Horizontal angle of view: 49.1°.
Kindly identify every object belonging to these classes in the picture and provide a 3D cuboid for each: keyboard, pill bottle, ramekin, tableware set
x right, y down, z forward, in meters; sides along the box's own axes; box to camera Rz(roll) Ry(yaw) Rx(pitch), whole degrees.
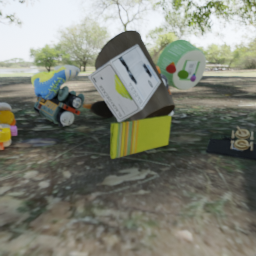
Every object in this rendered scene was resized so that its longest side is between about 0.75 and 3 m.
[{"bbox_3d":[3.137,0.642,7.990,1.678,0.332,0.873,8,39,27],"label":"keyboard"},{"bbox_3d":[1.196,-1.484,11.803,1.135,2.138,1.135,-16,29,9],"label":"pill bottle"},{"bbox_3d":[2.556,-2.877,13.146,2.262,2.262,1.105,-8,34,-30],"label":"ramekin"},{"bbox_3d":[3.265,0.295,8.010,0.592,0.179,0.896,3,37,23],"label":"tableware set"}]

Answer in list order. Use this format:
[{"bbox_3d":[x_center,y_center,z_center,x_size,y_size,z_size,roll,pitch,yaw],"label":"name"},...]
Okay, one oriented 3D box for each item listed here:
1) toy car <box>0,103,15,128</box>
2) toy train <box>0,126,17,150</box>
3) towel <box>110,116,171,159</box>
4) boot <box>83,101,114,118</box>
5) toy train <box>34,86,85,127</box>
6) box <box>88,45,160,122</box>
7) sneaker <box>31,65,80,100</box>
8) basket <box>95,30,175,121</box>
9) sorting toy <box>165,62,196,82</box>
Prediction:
[{"bbox_3d":[-4.774,-0.243,10.163,1.303,1.141,0.977,-3,-20,-10],"label":"toy car"},{"bbox_3d":[-4.365,0.391,8.019,1.945,0.720,2.589,0,11,7],"label":"toy train"},{"bbox_3d":[0.400,0.205,7.897,2.255,0.971,0.204,-9,22,-42],"label":"towel"},{"bbox_3d":[-1.461,-1.083,13.718,2.236,0.813,2.375,-13,18,-42],"label":"boot"},{"bbox_3d":[-2.904,-0.998,11.651,1.179,1.577,2.767,24,0,-44],"label":"toy train"},{"bbox_3d":[0.028,-1.318,7.723,0.735,1.425,2.443,-27,13,28],"label":"box"},{"bbox_3d":[-2.767,-1.672,10.788,2.184,1.147,0.827,-7,-9,28],"label":"sneaker"},{"bbox_3d":[0.289,-1.540,10.193,1.956,2.876,2.593,-22,-16,-23],"label":"basket"},{"bbox_3d":[1.808,-1.930,9.426,1.103,0.380,0.382,23,-33,-7],"label":"sorting toy"}]
